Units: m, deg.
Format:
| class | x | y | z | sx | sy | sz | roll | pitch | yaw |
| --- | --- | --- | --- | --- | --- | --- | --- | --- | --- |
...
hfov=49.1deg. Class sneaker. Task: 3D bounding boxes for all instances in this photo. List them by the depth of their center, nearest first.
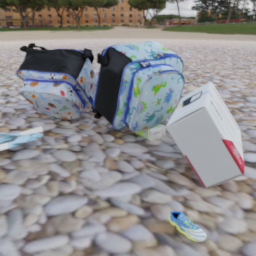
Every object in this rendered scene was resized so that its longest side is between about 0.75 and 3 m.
| class | x | y | z | sx | sy | sz | roll | pitch | yaw |
| --- | --- | --- | --- | --- | --- | --- | --- | --- | --- |
| sneaker | 1.043 | 1.766 | 5.082 | 0.763 | 0.401 | 0.289 | 23 | 62 | 32 |

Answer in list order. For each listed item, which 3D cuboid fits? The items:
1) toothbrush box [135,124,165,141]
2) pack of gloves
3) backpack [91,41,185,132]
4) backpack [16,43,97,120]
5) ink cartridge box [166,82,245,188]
| class | x | y | z | sx | sy | sz | roll | pitch | yaw |
| --- | --- | --- | --- | --- | --- | --- | --- | --- | --- |
| toothbrush box | 0.740 | 0.067 | 9.385 | 0.618 | 0.365 | 0.849 | -19 | 28 | -34 |
| pack of gloves | -3.480 | 0.250 | 8.489 | 1.743 | 0.344 | 1.464 | -17 | 17 | -16 |
| backpack | 0.569 | -1.336 | 9.142 | 2.859 | 2.617 | 2.101 | -24 | 51 | -37 |
| backpack | -2.354 | -1.539 | 10.449 | 2.961 | 2.281 | 2.820 | 13 | -14 | 23 |
| ink cartridge box | 2.088 | 0.055 | 7.282 | 1.036 | 1.823 | 2.501 | -30 | 9 | 27 |
